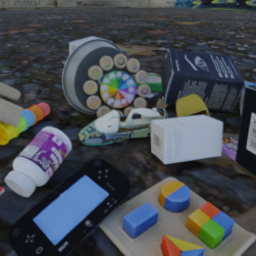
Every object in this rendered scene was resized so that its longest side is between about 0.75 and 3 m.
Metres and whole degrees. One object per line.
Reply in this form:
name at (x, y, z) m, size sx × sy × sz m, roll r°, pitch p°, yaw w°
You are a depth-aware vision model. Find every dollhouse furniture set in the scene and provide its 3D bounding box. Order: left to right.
dollhouse furniture set at (-4.325, -0.499, 8.749) m, size 1.598 × 1.961 × 1.865 m, roll 25°, pitch 42°, yaw -25°

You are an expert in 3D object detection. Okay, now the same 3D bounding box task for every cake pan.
cake pan at (-0.952, -1.659, 9.536) m, size 2.608 × 2.608 × 0.478 m, roll -20°, pitch 32°, yaw -32°

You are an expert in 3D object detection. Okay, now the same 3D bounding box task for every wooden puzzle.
wooden puzzle at (0.863, 1.826, 5.329) m, size 2.161 × 0.540 × 2.333 m, roll -22°, pitch 35°, yaw -34°

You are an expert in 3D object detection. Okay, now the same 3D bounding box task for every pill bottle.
pill bottle at (-2.112, 0.797, 6.622) m, size 0.891 × 0.891 × 1.588 m, roll 13°, pitch 49°, yaw 23°

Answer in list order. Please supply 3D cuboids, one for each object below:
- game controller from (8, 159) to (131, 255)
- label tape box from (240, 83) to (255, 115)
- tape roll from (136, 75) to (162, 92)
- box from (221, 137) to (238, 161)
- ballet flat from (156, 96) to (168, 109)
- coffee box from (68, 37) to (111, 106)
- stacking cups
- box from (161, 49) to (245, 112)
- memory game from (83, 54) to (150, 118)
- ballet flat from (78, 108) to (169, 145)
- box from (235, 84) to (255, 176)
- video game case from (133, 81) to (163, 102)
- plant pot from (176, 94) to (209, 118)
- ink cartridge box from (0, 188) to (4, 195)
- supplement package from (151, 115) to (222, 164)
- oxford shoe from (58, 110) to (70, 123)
game controller at (-1.050, 1.552, 5.319) m, size 2.358 × 0.497 × 1.230 m, roll -40°, pitch 42°, yaw -26°
label tape box at (5.059, -1.012, 10.352) m, size 1.653 × 0.763 × 2.307 m, roll 9°, pitch 24°, yaw 17°
tape roll at (1.047, -1.946, 12.141) m, size 1.413 × 0.340 × 1.413 m, roll 2°, pitch 24°, yaw -1°
box at (3.009, 0.602, 7.959) m, size 0.626 × 0.179 × 0.915 m, roll -16°, pitch 33°, yaw -24°
ballet flat at (1.532, -1.150, 10.851) m, size 0.494 × 0.488 × 1.451 m, roll 22°, pitch 34°, yaw 16°
coffee box at (-1.394, -1.939, 10.234) m, size 0.955 × 2.392 × 1.352 m, roll 23°, pitch 35°, yaw 21°
stacking cups at (-3.292, -0.247, 8.987) m, size 0.706 × 0.706 × 2.333 m, roll 11°, pitch 26°, yaw 19°
box at (2.606, -1.772, 10.327) m, size 2.580 × 1.346 × 1.909 m, roll 7°, pitch 41°, yaw -3°
memory game at (-0.326, -1.256, 9.175) m, size 2.301 × 2.301 × 0.147 m, roll -10°, pitch 11°, yaw -18°
ballet flat at (-0.106, -0.159, 8.460) m, size 2.832 × 1.051 × 1.051 m, roll -9°, pitch 30°, yaw -13°
box at (4.321, -0.043, 6.768) m, size 2.856 × 2.120 × 1.529 m, roll -13°, pitch 27°, yaw -19°
video game case at (0.563, -1.611, 12.063) m, size 1.812 × 0.172 × 1.294 m, roll 20°, pitch 34°, yaw 34°
plant pot at (1.954, -0.507, 8.710) m, size 0.896 × 0.890 × 0.916 m, roll -20°, pitch 49°, yaw 12°
ink cartridge box at (-3.349, 1.988, 4.705) m, size 1.452 × 0.841 × 2.500 m, roll 7°, pitch 29°, yaw 13°
supplement package at (1.529, 0.269, 7.447) m, size 1.639 × 0.961 × 0.958 m, roll -6°, pitch 15°, yaw -14°
oxford shoe at (-2.137, -0.331, 9.272) m, size 0.370 × 0.430 × 1.018 m, roll 21°, pitch 1°, yaw -5°
